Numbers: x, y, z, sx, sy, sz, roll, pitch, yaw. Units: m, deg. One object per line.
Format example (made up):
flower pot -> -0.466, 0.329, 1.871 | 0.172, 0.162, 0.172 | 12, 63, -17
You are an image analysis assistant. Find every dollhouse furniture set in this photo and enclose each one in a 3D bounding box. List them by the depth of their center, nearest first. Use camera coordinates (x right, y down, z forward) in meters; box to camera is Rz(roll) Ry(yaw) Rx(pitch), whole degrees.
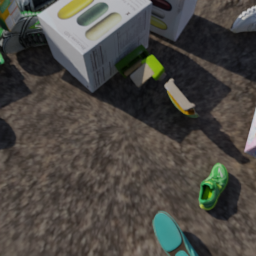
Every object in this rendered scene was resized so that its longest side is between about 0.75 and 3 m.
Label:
dollhouse furniture set -> 0.820, -1.133, 8.323 | 1.076, 1.393, 2.787 | -39, 73, 9

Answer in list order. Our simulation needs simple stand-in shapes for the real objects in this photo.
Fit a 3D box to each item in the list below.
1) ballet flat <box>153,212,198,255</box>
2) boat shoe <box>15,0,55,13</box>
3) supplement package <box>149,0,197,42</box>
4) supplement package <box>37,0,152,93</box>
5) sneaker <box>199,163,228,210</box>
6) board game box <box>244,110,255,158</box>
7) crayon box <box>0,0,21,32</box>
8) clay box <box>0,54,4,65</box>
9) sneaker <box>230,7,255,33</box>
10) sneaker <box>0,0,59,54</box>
ballet flat -> 1.248, 2.933, 6.867 | 0.637, 0.666, 1.891 | -38, 67, 10
boat shoe -> -3.612, -4.512, 9.812 | 2.896, 1.010, 1.031 | -37, 67, -17
supplement package -> 1.081, -4.441, 9.196 | 2.171, 2.076, 1.597 | 28, 70, 11
supplement package -> -0.910, -2.931, 8.622 | 1.979, 1.965, 2.608 | 43, 73, 16
sneaker -> 2.273, 1.527, 7.467 | 0.498, 0.561, 1.343 | 11, 62, 39
board game box -> 4.952, 0.048, 7.734 | 2.885, 0.626, 2.871 | 27, 62, 2
crayon box -> -3.540, -3.457, 8.063 | 0.297, 1.150, 0.723 | 20, 68, 5
clay box -> -5.376, -2.049, 8.835 | 2.554, 0.608, 1.468 | -30, 56, -11
sneaker -> 4.574, -3.681, 9.634 | 2.165, 0.814, 0.878 | -22, 77, -8
sneaker -> -2.871, -3.196, 9.201 | 2.883, 1.125, 1.228 | -31, 71, -13
